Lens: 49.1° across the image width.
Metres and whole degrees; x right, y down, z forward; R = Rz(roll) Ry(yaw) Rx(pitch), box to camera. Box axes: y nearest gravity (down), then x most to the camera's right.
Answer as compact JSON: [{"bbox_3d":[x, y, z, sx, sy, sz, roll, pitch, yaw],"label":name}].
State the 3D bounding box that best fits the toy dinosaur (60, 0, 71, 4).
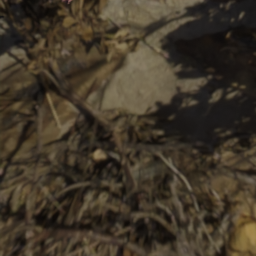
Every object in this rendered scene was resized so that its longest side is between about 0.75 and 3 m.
[{"bbox_3d":[-1.444,-3.483,6.305,1.135,2.645,1.793,-33,82,-10],"label":"toy dinosaur"}]
